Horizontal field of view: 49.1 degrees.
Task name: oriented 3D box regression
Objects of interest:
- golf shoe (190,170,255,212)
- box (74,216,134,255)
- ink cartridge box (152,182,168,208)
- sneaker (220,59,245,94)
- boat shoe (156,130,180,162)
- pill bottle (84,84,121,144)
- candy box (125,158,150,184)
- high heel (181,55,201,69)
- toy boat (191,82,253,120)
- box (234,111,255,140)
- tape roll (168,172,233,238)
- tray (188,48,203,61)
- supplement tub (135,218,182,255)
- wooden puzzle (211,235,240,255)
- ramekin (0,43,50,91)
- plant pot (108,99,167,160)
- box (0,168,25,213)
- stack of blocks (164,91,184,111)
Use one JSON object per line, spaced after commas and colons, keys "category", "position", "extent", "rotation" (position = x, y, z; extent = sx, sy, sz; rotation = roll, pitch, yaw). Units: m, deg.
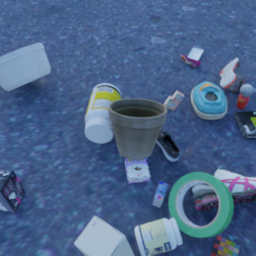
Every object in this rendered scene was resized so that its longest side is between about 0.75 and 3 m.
{"category": "golf shoe", "position": [3.323, 1.794, 8.904], "extent": [2.709, 0.983, 1.247], "rotation": [-6, 56, -7]}
{"category": "box", "position": [-0.481, 3.112, 6.948], "extent": [0.969, 2.040, 0.793], "rotation": [24, 59, 30]}
{"category": "ink cartridge box", "position": [1.039, 2.101, 9.022], "extent": [0.293, 0.523, 0.766], "rotation": [21, 50, 10]}
{"category": "sneaker", "position": [4.936, -2.334, 13.096], "extent": [0.993, 0.935, 2.426], "rotation": [40, 47, -10]}
{"category": "boat shoe", "position": [1.374, 0.449, 10.433], "extent": [0.607, 0.576, 1.737], "rotation": [-5, 47, -26]}
{"category": "pill bottle", "position": [-0.987, -0.577, 10.991], "extent": [1.284, 1.284, 2.247], "rotation": [4, 47, 3]}
{"category": "candy box", "position": [0.316, 1.440, 9.774], "extent": [0.767, 0.327, 0.914], "rotation": [-5, 47, -5]}
{"category": "high heel", "position": [3.184, -3.462, 14.301], "extent": [0.514, 0.361, 1.070], "rotation": [-34, 70, -15]}
{"category": "toy boat", "position": [3.902, -1.303, 11.758], "extent": [2.474, 1.150, 2.079], "rotation": [-1, 47, -1]}
{"category": "box", "position": [5.108, -0.138, 11.250], "extent": [1.275, 0.314, 1.320], "rotation": [-1, 47, -5]}
{"category": "tape roll", "position": [2.097, 2.244, 8.219], "extent": [1.832, 0.440, 1.832], "rotation": [-13, 66, 31]}
{"category": "tray", "position": [3.564, -3.889, 14.866], "extent": [0.588, 0.121, 1.095], "rotation": [20, 50, 17]}
{"category": "supplement tub", "position": [0.838, 3.038, 7.816], "extent": [1.167, 0.846, 0.846], "rotation": [-16, 48, 0]}
{"category": "wooden puzzle", "position": [2.773, 3.522, 7.984], "extent": [0.665, 0.079, 1.121], "rotation": [20, 49, 19]}
{"category": "ramekin", "position": [-4.642, -2.603, 12.246], "extent": [2.514, 1.319, 2.514], "rotation": [-21, 17, 7]}
{"category": "plant pot", "position": [0.282, 0.080, 9.819], "extent": [2.014, 1.748, 2.014], "rotation": [3, 24, -1]}
{"category": "box", "position": [-3.925, 1.902, 8.615], "extent": [0.916, 1.387, 0.796], "rotation": [9, 48, 8]}
{"category": "stack of blocks", "position": [1.920, -1.155, 11.760], "extent": [0.463, 0.804, 0.235], "rotation": [27, 33, -12]}
